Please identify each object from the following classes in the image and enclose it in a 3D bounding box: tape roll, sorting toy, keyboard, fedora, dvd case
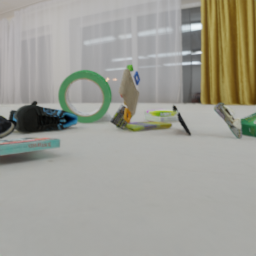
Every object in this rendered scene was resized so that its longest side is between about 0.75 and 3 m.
[{"bbox_3d":[-2.230,-1.615,14.575,2.708,2.708,0.651,0,18,1],"label":"tape roll"},{"bbox_3d":[-0.021,-1.385,11.105,0.348,2.558,1.440,-4,-36,23],"label":"sorting toy"},{"bbox_3d":[2.051,-0.368,11.054,0.209,1.291,2.032,-29,3,10],"label":"keyboard"},{"bbox_3d":[-3.612,-0.070,7.825,0.919,0.420,0.919,-11,41,10],"label":"fedora"},{"bbox_3d":[-2.996,0.444,6.944,1.730,0.261,2.369,-6,4,-41],"label":"dvd case"}]

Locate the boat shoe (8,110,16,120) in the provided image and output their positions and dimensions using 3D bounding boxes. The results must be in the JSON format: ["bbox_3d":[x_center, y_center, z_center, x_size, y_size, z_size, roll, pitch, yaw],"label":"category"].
[{"bbox_3d":[-4.249,-0.437,12.273,1.010,0.896,2.701,-4,2,22],"label":"boat shoe"}]

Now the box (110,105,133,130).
[{"bbox_3d":[-0.234,-0.424,11.492,0.690,0.862,0.191,30,6,-37],"label":"box"}]

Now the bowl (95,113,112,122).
[{"bbox_3d":[-1.610,-0.632,16.126,1.278,0.478,1.279,-3,9,-21],"label":"bowl"}]

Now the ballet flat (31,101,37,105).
[{"bbox_3d":[-4.469,-0.899,12.828,0.275,0.827,0.235,37,-15,27],"label":"ballet flat"}]

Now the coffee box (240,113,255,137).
[{"bbox_3d":[5.067,-0.095,9.886,1.422,0.508,2.312,-22,15,-21],"label":"coffee box"}]

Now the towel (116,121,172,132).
[{"bbox_3d":[0.706,-0.084,12.447,2.200,0.250,1.580,-6,9,-35],"label":"towel"}]

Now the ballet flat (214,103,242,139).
[{"bbox_3d":[3.508,-0.284,9.523,0.506,1.407,0.506,-36,-9,-6],"label":"ballet flat"}]

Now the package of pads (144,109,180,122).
[{"bbox_3d":[1.968,-0.697,15.983,1.422,0.628,1.840,-4,9,-23],"label":"package of pads"}]

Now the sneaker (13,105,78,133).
[{"bbox_3d":[-3.305,-0.402,11.465,1.226,1.096,2.994,4,8,27],"label":"sneaker"}]

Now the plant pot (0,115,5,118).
[{"bbox_3d":[-4.841,-0.010,10.163,0.755,0.755,0.694,2,18,19],"label":"plant pot"}]
